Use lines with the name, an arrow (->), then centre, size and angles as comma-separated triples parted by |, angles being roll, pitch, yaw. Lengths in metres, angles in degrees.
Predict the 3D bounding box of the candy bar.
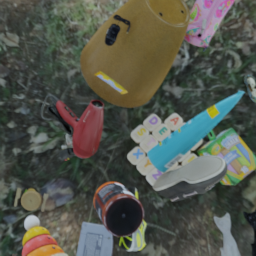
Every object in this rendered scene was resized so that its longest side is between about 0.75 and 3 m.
candy bar -> -0.409, -1.083, 6.769 | 0.946, 0.236, 0.105 | 32, 66, -35

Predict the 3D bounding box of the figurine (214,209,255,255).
figurine -> 2.958, 2.818, 7.294 | 1.280, 0.551, 1.249 | -13, 71, 12

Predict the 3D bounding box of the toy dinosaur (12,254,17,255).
toy dinosaur -> -2.697, 3.859, 7.750 | 1.914, 1.297, 0.821 | -18, 91, -14

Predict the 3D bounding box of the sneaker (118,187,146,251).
sneaker -> 0.111, 2.436, 7.538 | 0.665, 0.656, 1.740 | 29, 45, -31

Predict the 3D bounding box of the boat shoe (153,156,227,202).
boat shoe -> 1.569, 1.295, 6.815 | 0.692, 2.427, 0.811 | 41, 54, -12

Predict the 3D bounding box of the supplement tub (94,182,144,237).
supplement tub -> -0.295, 1.734, 6.350 | 0.886, 1.656, 0.886 | -1, 93, -16

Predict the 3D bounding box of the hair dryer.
hair dryer -> -1.599, -0.107, 7.859 | 0.751, 2.765, 2.106 | -32, 101, -47

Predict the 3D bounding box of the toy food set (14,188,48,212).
toy food set -> -3.428, 2.551, 9.952 | 1.091, 0.219, 0.753 | 13, 88, -3

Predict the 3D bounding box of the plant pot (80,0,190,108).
plant pot -> 0.340, -2.463, 8.093 | 2.742, 2.942, 2.742 | 11, 62, -22

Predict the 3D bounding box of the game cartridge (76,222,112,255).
game cartridge -> -1.147, 4.220, 9.585 | 1.175, 0.357, 1.763 | 9, 81, 5

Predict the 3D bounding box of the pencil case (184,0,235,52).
pencil case -> 2.372, -3.431, 7.937 | 1.010, 1.010, 2.310 | 30, 102, 5

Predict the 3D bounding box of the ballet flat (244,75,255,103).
ballet flat -> 4.694, -1.476, 10.535 | 0.415, 0.415, 1.118 | -23, 81, -4

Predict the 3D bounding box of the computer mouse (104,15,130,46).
computer mouse -> -0.263, -2.331, 6.792 | 0.529, 0.173, 0.753 | 7, 122, -33

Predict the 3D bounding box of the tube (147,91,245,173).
tube -> 1.730, 0.044, 7.086 | 2.807, 1.087, 0.707 | -42, 91, 18

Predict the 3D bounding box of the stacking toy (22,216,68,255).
stacking toy -> -2.014, 2.554, 6.207 | 1.003, 1.003, 1.373 | -31, 58, -5

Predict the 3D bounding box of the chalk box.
chalk box -> 3.291, 0.852, 9.712 | 1.212, 1.218, 1.957 | -37, 81, -6

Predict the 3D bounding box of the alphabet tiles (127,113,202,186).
alphabet tiles -> 1.314, 0.740, 10.044 | 2.482, 0.185, 2.538 | -40, 73, -8
